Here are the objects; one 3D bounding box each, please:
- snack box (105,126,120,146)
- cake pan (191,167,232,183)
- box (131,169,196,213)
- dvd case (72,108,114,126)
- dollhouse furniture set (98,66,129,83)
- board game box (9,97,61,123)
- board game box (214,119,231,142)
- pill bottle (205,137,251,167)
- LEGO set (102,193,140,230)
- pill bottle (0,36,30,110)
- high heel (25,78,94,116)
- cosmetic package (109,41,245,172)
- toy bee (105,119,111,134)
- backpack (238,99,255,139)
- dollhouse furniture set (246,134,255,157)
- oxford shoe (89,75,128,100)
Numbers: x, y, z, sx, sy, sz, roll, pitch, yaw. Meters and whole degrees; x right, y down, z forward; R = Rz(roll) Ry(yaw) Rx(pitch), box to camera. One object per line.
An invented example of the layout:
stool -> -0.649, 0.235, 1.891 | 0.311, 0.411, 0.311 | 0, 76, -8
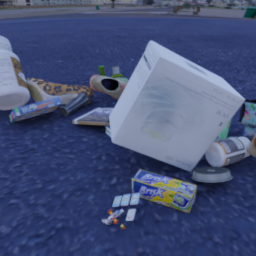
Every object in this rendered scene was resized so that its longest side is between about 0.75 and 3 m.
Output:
snack box -> 0.234, 0.058, 10.057 | 1.821, 0.338, 1.058 | -16, 31, -28
cake pan -> 2.227, 1.231, 7.497 | 1.061, 0.195, 1.061 | -4, 4, 0
box -> 0.865, 1.546, 6.982 | 1.543, 0.496, 0.541 | 12, 27, 23
dvd case -> -0.726, -0.447, 10.670 | 2.276, 0.182, 1.692 | 3, 21, 30
dollhouse furniture set -> -0.707, -2.578, 13.748 | 1.193, 0.914, 1.822 | -11, 19, -11
board game box -> -3.608, -0.697, 10.853 | 1.763, 0.304, 1.193 | -20, 0, -31
board game box -> 2.880, -0.131, 9.499 | 1.070, 0.231, 1.589 | 3, 53, 35
pill bottle -> 2.994, 0.683, 8.306 | 1.299, 0.756, 0.756 | -11, 29, -27
LEGO set -> -0.165, 1.860, 6.334 | 0.701, 0.230, 0.939 | -15, 34, 28
pill bottle -> -5.227, -2.293, 11.619 | 1.607, 1.607, 2.810 | -14, 74, -25
high heel -> -3.046, -1.715, 12.440 | 2.928, 1.046, 2.088 | 32, 44, 16
cosmetic package -> 1.186, -0.515, 7.764 | 2.572, 2.580, 1.586 | 21, 26, -18
toy bee -> 0.467, -0.536, 9.477 | 1.468, 1.219, 2.243 | 39, 51, 4
backpack -> 4.700, -0.192, 8.852 | 1.724, 1.462, 1.942 | 4, 0, -39
dollhouse furniture set -> 4.710, 0.467, 7.420 | 2.106, 2.129, 1.097 | 40, 63, 1
oxford shoe -> -0.437, -1.702, 12.334 | 2.468, 0.873, 0.911 | 7, 5, -34
